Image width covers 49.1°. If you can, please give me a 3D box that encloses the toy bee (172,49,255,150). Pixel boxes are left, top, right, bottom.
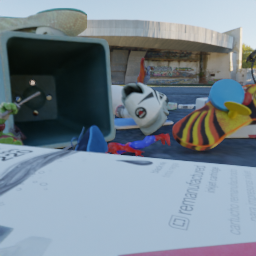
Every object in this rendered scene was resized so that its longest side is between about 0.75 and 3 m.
[{"bbox_3d":[2.197,-0.359,5.390,1.428,2.627,1.720,46,19,16],"label":"toy bee"}]

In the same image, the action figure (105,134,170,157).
[{"bbox_3d":[0.109,0.361,5.336,1.371,0.354,0.448,-8,7,-15],"label":"action figure"}]

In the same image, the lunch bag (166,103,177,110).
[{"bbox_3d":[1.841,-1.003,12.868,0.801,0.309,0.642,6,9,27],"label":"lunch bag"}]

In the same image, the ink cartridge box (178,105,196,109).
[{"bbox_3d":[2.837,-1.022,13.398,0.826,0.162,0.411,1,10,15],"label":"ink cartridge box"}]

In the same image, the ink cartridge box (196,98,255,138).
[{"bbox_3d":[2.858,-0.343,7.656,1.488,0.854,2.048,-1,10,-4],"label":"ink cartridge box"}]

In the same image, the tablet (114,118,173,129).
[{"bbox_3d":[0.268,-0.165,8.775,1.963,0.134,1.278,-6,13,-28],"label":"tablet"}]

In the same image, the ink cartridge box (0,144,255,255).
[{"bbox_3d":[-0.547,0.749,1.376,2.314,0.981,1.685,2,10,19],"label":"ink cartridge box"}]

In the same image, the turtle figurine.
[{"bbox_3d":[-1.513,0.145,4.274,1.559,1.122,1.511,-11,20,-21],"label":"turtle figurine"}]

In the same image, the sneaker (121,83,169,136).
[{"bbox_3d":[0.421,-0.830,8.057,1.075,1.285,2.903,-43,9,10],"label":"sneaker"}]

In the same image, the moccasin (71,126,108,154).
[{"bbox_3d":[-0.691,0.346,4.505,0.502,0.592,1.472,-30,9,10],"label":"moccasin"}]

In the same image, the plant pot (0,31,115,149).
[{"bbox_3d":[-1.934,-0.775,6.622,2.276,2.270,2.318,-7,6,-34],"label":"plant pot"}]

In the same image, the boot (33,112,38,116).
[{"bbox_3d":[-3.719,-0.315,8.569,1.347,0.665,1.735,9,6,24],"label":"boot"}]

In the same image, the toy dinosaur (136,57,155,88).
[{"bbox_3d":[0.500,-2.101,13.122,0.996,1.721,1.897,20,-11,38],"label":"toy dinosaur"}]

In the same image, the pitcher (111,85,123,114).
[{"bbox_3d":[-0.282,-1.259,11.335,1.866,1.131,1.600,1,42,-15],"label":"pitcher"}]

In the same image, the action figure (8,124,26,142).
[{"bbox_3d":[-2.217,0.301,4.989,0.493,0.757,0.263,41,-11,27],"label":"action figure"}]

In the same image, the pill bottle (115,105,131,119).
[{"bbox_3d":[-0.069,-0.563,9.990,0.462,0.462,0.834,-7,15,-35],"label":"pill bottle"}]

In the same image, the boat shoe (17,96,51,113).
[{"bbox_3d":[-3.993,-1.003,11.496,2.381,0.790,0.881,4,11,22],"label":"boat shoe"}]

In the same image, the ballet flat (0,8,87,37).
[{"bbox_3d":[-2.188,-2.184,6.637,2.759,0.860,0.930,2,-10,20],"label":"ballet flat"}]
